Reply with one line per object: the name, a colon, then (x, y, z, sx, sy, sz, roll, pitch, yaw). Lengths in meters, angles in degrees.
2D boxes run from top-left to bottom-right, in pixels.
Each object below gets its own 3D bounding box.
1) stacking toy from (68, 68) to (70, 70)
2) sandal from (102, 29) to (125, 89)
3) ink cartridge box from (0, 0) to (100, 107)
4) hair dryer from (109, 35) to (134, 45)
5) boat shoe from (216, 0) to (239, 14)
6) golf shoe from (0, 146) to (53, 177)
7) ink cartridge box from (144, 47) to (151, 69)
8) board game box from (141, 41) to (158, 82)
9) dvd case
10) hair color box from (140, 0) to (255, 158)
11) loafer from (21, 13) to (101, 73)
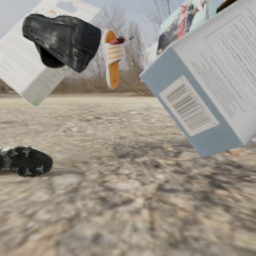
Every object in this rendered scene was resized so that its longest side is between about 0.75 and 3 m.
stacking toy: (-2.328, -2.388, 9.553, 0.903, 0.381, 0.817, 8, -34, -10)
sandal: (-0.464, -2.821, 11.683, 0.720, 2.514, 0.963, 13, 34, 29)
ink cartridge box: (-2.210, -2.200, 7.362, 2.275, 2.828, 0.708, 35, -12, 33)
hair dryer: (-0.302, -2.939, 9.269, 0.654, 0.233, 0.859, -10, -1, -44)
boat shoe: (1.765, -2.020, 5.422, 0.625, 0.731, 1.995, 16, -47, -37)
golf shoe: (-2.564, 0.696, 6.550, 1.857, 0.722, 0.878, 2, 9, 8)
ink cartridge box: (1.177, -2.193, 9.836, 0.537, 0.930, 1.282, -28, 48, -29)
board game box: (1.144, -2.072, 7.756, 0.208, 1.604, 1.604, 37, -36, -29)
dvd case: (1.150, -2.115, 5.795, 0.189, 1.252, 1.715, 22, -24, -24)
hair color box: (1.591, -0.948, 3.792, 2.674, 1.324, 0.811, -38, 1, -28)
loafer: (-1.432, -1.583, 5.248, 0.863, 0.892, 2.541, 14, 8, -42)
